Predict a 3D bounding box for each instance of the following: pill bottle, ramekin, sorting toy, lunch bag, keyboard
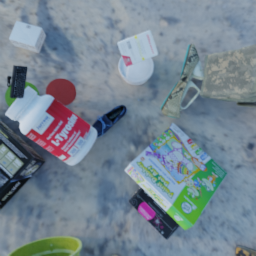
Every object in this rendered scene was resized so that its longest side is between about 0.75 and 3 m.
[{"bbox_3d":[-2.066,-0.065,7.630,2.238,1.256,1.256,38,79,-19],"label":"pill bottle"},{"bbox_3d":[0.249,-1.901,9.092,1.128,0.525,1.128,0,78,-1],"label":"ramekin"},{"bbox_3d":[-2.908,-0.806,8.380,2.678,0.922,0.929,-8,75,-13],"label":"sorting toy"},{"bbox_3d":[3.626,-1.316,7.826,2.456,2.015,1.444,6,92,-27],"label":"lunch bag"},{"bbox_3d":[-2.610,-1.066,6.551,0.100,0.468,0.780,28,112,39],"label":"keyboard"}]

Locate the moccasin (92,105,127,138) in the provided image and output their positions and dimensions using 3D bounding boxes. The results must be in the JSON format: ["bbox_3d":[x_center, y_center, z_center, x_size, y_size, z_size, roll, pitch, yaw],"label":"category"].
[{"bbox_3d":[-0.673,-0.276,8.739,0.577,0.489,1.434,44,81,9],"label":"moccasin"}]

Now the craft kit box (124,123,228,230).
[{"bbox_3d":[1.413,1.248,7.907,2.241,0.544,2.213,43,55,9],"label":"craft kit box"}]

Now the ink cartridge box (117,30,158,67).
[{"bbox_3d":[0.271,-2.204,7.779,0.959,0.400,0.696,-18,109,8],"label":"ink cartridge box"}]

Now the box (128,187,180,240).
[{"bbox_3d":[0.828,2.260,7.985,1.459,0.837,0.964,44,79,9],"label":"box"}]

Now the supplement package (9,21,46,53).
[{"bbox_3d":[-3.346,-3.029,9.359,0.901,0.499,0.702,17,78,3],"label":"supplement package"}]

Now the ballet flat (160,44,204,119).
[{"bbox_3d":[1.845,-1.380,8.702,0.898,0.809,2.385,24,89,12],"label":"ballet flat"}]

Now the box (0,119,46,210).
[{"bbox_3d":[-4.229,0.854,8.133,2.678,1.153,2.193,40,80,8],"label":"box"}]

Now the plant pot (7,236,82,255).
[{"bbox_3d":[-2.046,4.019,7.216,1.912,1.912,1.758,-7,89,-2],"label":"plant pot"}]

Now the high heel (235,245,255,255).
[{"bbox_3d":[4.082,3.500,7.719,2.083,0.744,1.485,-33,85,2],"label":"high heel"}]
